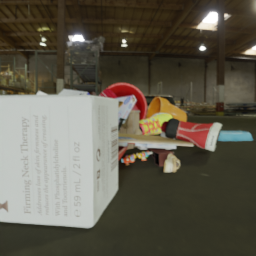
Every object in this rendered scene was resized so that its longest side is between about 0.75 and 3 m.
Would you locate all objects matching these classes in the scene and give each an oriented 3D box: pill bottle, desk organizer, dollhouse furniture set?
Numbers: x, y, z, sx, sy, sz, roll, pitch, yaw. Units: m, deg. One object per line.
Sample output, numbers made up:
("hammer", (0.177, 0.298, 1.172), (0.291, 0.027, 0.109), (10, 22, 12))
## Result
("pill bottle", (1.413, 0.323, 9.980), (0.468, 0.818, 0.468), (-13, 28, 7))
("desk organizer", (0.870, 0.786, 7.768), (0.402, 0.374, 1.044), (-4, 5, -14))
("dollhouse furniture set", (-0.898, 0.027, 10.914), (2.461, 1.409, 2.885), (3, 5, 41))

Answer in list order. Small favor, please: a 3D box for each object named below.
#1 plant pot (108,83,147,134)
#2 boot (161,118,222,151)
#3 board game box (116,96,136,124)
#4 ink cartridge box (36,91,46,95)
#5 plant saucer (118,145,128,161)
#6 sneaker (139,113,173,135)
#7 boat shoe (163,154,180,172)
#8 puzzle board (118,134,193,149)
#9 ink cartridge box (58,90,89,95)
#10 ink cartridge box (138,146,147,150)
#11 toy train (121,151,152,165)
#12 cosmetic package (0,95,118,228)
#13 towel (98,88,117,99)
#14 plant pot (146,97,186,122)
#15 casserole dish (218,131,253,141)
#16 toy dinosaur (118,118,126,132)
("plant pot", (-0.292, -0.950, 16.716), (2.878, 2.878, 2.546), (0, -6, 3))
("boot", (2.012, 0.101, 8.947), (1.742, 0.874, 2.415), (15, 6, 20))
("board game box", (-0.561, -0.697, 11.632), (1.463, 0.302, 1.466), (-6, 41, 34))
("ink cartridge box", (-3.415, -0.508, 12.630), (1.548, 0.901, 2.125), (24, -23, 3))
("plant saucer", (-1.521, 0.763, 6.792), (2.796, 0.514, 2.801), (1, 4, 7))
("sneaker", (0.971, -0.005, 13.333), (2.516, 0.983, 1.136), (-18, 4, 10))
("boat shoe", (1.087, 0.887, 6.806), (0.339, 0.361, 0.979), (8, 12, 15))
("puzzle board", (0.087, 0.366, 8.241), (2.902, 0.252, 2.187), (4, 3, -21))
("ink cartridge box", (-1.872, -0.953, 11.534), (2.378, 1.183, 0.466), (16, 58, 47))
("ink cartridge box", (0.613, 0.648, 10.267), (0.750, 0.250, 0.435), (-1, 3, -12))
("toy train", (0.225, 0.845, 7.595), (0.869, 0.242, 0.653), (-12, 3, -9))
("cosmetic package", (-1.289, 0.358, 4.368), (2.042, 1.708, 1.698), (0, 5, 9))
("towel", (-1.043, -0.692, 13.130), (2.234, 1.616, 0.251), (-38, 10, 41))
("plant pot", (2.314, -0.590, 16.632), (1.910, 2.086, 2.086), (15, 0, -17))
("casserole dish", (4.856, 0.370, 13.241), (2.008, 0.389, 1.216), (-1, 4, 2))
("toy dinosaur", (-0.481, 0.020, 10.175), (0.653, 0.868, 1.279), (15, 2, -22))
